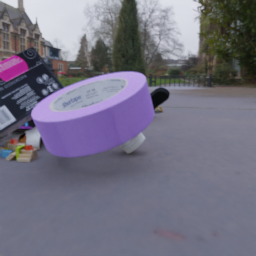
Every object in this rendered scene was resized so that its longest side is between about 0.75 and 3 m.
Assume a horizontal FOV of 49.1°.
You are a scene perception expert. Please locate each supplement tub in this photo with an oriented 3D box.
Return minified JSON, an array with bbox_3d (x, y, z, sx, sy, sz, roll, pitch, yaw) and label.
[{"bbox_3d":[-0.109,0.084,6.474,0.592,0.898,0.592,-41,9,8],"label":"supplement tub"}]

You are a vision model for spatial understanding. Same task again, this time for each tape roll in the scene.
[{"bbox_3d":[-0.687,-0.364,5.687,2.340,0.768,2.340,-15,24,7],"label":"tape roll"}]

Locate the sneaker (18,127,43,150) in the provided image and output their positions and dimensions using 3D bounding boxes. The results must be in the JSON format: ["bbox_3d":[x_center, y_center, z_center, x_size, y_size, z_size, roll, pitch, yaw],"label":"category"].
[{"bbox_3d":[-2.512,0.187,7.321,0.608,0.523,1.436,0,11,-9],"label":"sneaker"}]

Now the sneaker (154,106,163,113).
[{"bbox_3d":[1.430,-0.916,13.909,0.356,0.307,0.812,-24,-20,33],"label":"sneaker"}]

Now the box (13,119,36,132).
[{"bbox_3d":[-3.287,-0.629,9.072,2.126,1.520,0.384,1,-18,4],"label":"box"}]

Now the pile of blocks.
[{"bbox_3d":[-2.526,0.465,6.215,1.227,0.381,0.504,6,12,33],"label":"pile of blocks"}]

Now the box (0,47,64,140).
[{"bbox_3d":[-2.938,-0.730,6.953,2.203,1.456,1.264,-42,11,-34],"label":"box"}]

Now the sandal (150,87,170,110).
[{"bbox_3d":[0.925,-1.133,12.067,0.837,0.533,2.228,36,-42,-25],"label":"sandal"}]
